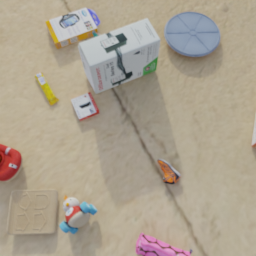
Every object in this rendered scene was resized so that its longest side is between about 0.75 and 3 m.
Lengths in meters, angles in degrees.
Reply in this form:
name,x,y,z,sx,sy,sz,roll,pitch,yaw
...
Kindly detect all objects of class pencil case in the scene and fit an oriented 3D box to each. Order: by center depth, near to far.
name,x,y,z,sx,sy,sz,roll,pitch,yaw
pencil case,1.111,4.031,9.061,1.785,0.836,0.810,17,80,8

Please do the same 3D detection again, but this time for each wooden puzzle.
name,x,y,z,sx,sy,sz,roll,pitch,yaw
wooden puzzle,-3.301,2.929,9.788,1.605,0.371,1.486,0,69,-5

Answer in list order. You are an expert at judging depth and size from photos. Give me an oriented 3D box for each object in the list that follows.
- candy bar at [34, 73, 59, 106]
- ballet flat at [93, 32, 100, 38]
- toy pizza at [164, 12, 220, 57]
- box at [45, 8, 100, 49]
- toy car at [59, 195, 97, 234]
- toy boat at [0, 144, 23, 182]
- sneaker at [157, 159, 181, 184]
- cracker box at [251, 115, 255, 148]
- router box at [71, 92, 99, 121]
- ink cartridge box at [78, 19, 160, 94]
name,x,y,z,sx,sy,sz,roll,pitch,yaw
candy bar,-3.427,-1.661,11.688,0.416,0.185,1.669,-31,71,-7
ballet flat,-1.161,-3.936,12.569,0.341,0.345,1.015,-33,76,-34
toy pizza,2.853,-4.165,12.581,2.511,0.398,2.511,0,67,-1
box,-2.443,-4.582,12.728,2.289,0.475,1.362,-22,70,-11
toy car,-1.911,2.759,9.546,1.113,1.068,1.207,-44,62,-4
toy boat,-4.800,1.105,10.003,1.933,1.263,1.261,19,69,7
sneaker,1.375,1.641,10.258,1.050,0.407,0.588,40,72,15
cracker box,5.939,-0.330,10.846,1.775,0.764,2.650,16,70,6
router box,-1.736,-0.861,11.344,0.869,0.236,0.968,-24,70,-9
ink cartridge box,-0.324,-2.761,11.106,2.876,2.108,1.195,-23,70,-8
